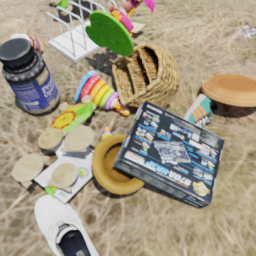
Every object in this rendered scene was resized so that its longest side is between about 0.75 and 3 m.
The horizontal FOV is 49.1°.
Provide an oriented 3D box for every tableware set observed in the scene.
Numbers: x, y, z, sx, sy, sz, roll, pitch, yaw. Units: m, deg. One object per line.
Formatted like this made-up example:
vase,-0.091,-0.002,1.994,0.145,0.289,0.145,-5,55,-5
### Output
tableware set,-2.248,0.815,8.633,2.117,0.294,2.534,8,53,23

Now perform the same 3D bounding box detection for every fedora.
fedora,-0.278,1.183,8.763,2.006,0.818,2.006,10,58,-17

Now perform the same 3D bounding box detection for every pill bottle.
pill bottle,-3.544,-1.783,10.054,1.493,2.670,1.493,-3,54,5
pill bottle,-4.498,-3.693,12.407,0.792,0.792,1.388,17,10,13

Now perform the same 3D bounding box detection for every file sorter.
file sorter,-2.150,-4.859,13.199,2.021,1.813,2.912,36,60,26

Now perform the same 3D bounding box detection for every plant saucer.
plant saucer,4.137,-1.559,10.856,2.500,0.468,2.500,3,31,-2

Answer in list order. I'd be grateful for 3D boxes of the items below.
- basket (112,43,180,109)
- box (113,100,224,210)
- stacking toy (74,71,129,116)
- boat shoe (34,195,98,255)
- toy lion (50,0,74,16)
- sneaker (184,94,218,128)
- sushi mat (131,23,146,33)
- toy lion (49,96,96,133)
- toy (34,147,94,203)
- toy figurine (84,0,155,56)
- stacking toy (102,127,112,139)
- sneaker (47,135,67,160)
basket,0.655,-2.115,10.651,1.883,1.804,2.527,8,48,-23
box,1.353,0.764,8.678,2.989,0.688,2.376,26,57,-3
stacking toy,-0.848,-1.125,10.724,2.163,1.187,1.255,34,28,5
boat shoe,-1.606,2.817,7.474,1.098,0.976,2.985,-36,59,-25
toy lion,-2.820,-7.354,14.694,2.779,0.995,2.899,-38,42,8
sneaker,2.573,-0.342,10.184,0.866,0.774,2.168,29,60,18
sushi mat,0.033,-5.164,14.268,1.682,0.102,0.804,23,56,33
toy lion,-2.028,-0.375,10.011,1.572,0.540,1.506,-16,38,18
toy,-1.753,1.419,8.844,1.204,0.493,2.090,33,42,15
toy figurine,-0.115,-4.471,11.097,2.546,2.077,2.766,-52,35,-15
stacking toy,-0.705,0.356,9.660,0.568,0.600,1.034,4,48,-16
sneaker,-2.428,0.789,9.562,0.664,0.423,1.148,-14,57,10
